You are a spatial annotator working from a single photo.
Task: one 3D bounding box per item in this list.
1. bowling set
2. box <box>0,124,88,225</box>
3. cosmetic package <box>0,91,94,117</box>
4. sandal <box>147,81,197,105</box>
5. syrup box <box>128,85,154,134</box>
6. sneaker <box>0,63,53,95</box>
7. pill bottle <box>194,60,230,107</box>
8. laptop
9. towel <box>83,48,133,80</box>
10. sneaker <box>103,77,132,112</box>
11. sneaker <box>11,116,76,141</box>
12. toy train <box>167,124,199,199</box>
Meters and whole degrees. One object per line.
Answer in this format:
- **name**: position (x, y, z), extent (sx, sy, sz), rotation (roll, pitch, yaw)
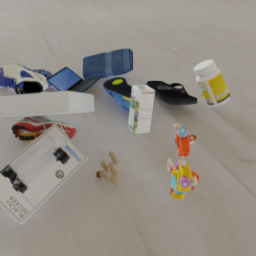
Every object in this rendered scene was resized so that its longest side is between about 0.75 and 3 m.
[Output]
- **bowling set**: position (-0.549, 1.047, 6.744), extent (0.614, 0.473, 0.882), rotation (-16, 45, 9)
- **box**: position (-1.945, 0.970, 6.017), extent (1.130, 0.582, 1.937), rotation (48, 61, -4)
- **cosmetic package**: position (-2.332, -0.647, 7.914), extent (2.291, 0.592, 1.727), rotation (-3, 5, 14)
- **sandal**: position (1.408, -1.342, 9.790), extent (0.960, 0.540, 2.523), rotation (-11, 28, -27)
- **syrup box**: position (0.362, -0.530, 8.005), extent (0.524, 1.286, 0.506), rotation (-4, 24, -20)
- **sneaker**: position (-3.998, -1.688, 10.307), extent (2.269, 0.917, 1.311), rotation (6, 34, 6)
- **pill bottle**: position (2.801, -1.498, 9.413), extent (0.816, 1.427, 0.816), rotation (-26, 22, 11)
- **laptop**: position (-1.980, -1.859, 10.466), extent (1.510, 0.780, 1.338), rotation (-6, 30, 33)
- **towel**: position (-0.811, -2.535, 11.333), extent (2.067, 0.502, 1.154), rotation (-7, 61, 13)
- **sneaker**: position (-0.099, -1.013, 9.486), extent (0.825, 0.981, 2.503), rotation (-30, 35, -16)
- **sneaker**: position (-2.405, -0.049, 8.170), extent (1.848, 0.719, 0.759), rotation (7, 35, 10)
- **toy train**: position (1.160, 0.748, 5.770), extent (0.468, 1.683, 1.264), rotation (-1, 57, 0)
